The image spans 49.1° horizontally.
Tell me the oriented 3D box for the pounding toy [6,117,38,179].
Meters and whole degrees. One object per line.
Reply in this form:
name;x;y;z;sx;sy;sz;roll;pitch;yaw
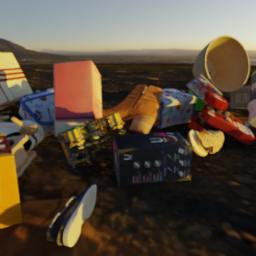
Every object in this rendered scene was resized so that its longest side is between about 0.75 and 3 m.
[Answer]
pounding toy;-3.309;0.497;7.349;1.266;1.270;2.214;-16;21;9

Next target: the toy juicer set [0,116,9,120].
toy juicer set;-5.706;0.189;10.031;2.550;0.694;1.622;-22;11;-39

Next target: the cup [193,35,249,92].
cup;4.102;-2.827;13.211;2.513;2.513;1.797;-7;2;-22

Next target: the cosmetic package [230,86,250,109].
cosmetic package;6.265;-1.438;13.689;2.487;1.122;1.328;-5;4;-36

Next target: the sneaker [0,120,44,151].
sneaker;-4.290;0.262;8.884;2.977;1.097;1.191;-2;19;-6

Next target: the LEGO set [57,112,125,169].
LEGO set;-0.962;0.410;7.839;1.965;1.139;1.511;-25;8;-41

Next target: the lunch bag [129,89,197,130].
lunch bag;1.371;-0.980;12.270;2.068;1.506;2.432;-11;29;-35

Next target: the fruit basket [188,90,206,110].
fruit basket;3.971;-1.510;14.905;1.605;1.158;1.605;-6;33;4

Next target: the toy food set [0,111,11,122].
toy food set;-5.907;-0.296;12.117;1.138;0.331;1.648;-4;20;14

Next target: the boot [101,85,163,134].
boot;-0.041;-0.846;10.867;2.613;2.021;0.963;17;-19;19

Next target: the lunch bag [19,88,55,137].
lunch bag;-2.974;-0.749;11.014;2.453;0.927;1.966;-21;57;-41

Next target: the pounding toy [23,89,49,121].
pounding toy;-4.197;-1.055;12.698;1.369;1.365;2.387;-14;22;-39

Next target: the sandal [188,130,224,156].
sandal;2.354;0.311;7.899;0.702;0.782;2.133;-32;-20;24

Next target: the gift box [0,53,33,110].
gift box;-6.540;-2.080;12.814;2.615;2.834;2.647;-28;10;15

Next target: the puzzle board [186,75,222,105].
puzzle board;3.073;-1.515;11.396;0.107;1.228;0.925;-54;9;-35

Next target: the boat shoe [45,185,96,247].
boat shoe;-1.025;1.599;5.375;0.486;0.595;1.612;4;25;12

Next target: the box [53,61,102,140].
box;-1.646;-0.839;9.459;1.308;2.400;1.535;-4;-7;5

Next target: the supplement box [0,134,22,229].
supplement box;-2.834;1.047;5.647;0.972;1.443;1.463;-9;19;-27

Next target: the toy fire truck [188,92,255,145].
toy fire truck;3.545;-0.239;10.415;2.114;1.411;2.517;31;18;9

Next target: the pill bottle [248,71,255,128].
pill bottle;5.607;-1.194;11.407;1.294;2.288;1.294;14;-24;6

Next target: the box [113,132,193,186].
box;0.593;0.763;7.338;1.878;0.996;1.148;-3;17;-8
